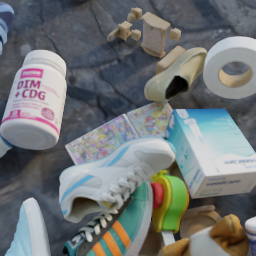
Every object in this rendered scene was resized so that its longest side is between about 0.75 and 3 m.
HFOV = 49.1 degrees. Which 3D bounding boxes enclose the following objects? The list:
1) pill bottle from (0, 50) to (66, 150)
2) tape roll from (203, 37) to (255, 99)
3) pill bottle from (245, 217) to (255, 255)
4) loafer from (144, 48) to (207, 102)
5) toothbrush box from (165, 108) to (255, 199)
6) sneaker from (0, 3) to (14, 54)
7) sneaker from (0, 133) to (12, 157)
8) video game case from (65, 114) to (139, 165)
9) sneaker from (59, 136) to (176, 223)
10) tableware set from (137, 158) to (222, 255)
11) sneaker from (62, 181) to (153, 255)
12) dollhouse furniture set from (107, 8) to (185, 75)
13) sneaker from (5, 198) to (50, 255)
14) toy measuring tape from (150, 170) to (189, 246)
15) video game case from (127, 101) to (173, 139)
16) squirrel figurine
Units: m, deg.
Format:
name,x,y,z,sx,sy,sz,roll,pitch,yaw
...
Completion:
name,x,y,z,sx,sy,sz,roll,pitch,yaw
pill bottle,-2.348,-0.766,7.302,1.353,1.353,2.387,1,60,1
tape roll,2.781,-1.532,7.268,1.588,1.588,0.555,15,48,8
pill bottle,2.309,2.028,4.520,0.587,0.587,1.057,-11,85,-6
loafer,1.517,-1.415,7.902,2.273,0.860,0.776,-39,46,-11
toothbrush box,1.893,0.500,6.455,1.462,0.852,1.997,-3,44,-16
sneaker,-4.292,-2.675,8.646,1.130,1.016,2.747,26,71,13
sneaker,-4.000,0.019,7.161,2.280,0.872,0.921,40,75,24
video game case,-0.493,0.552,6.859,1.688,0.152,1.209,-29,84,-16
sneaker,-0.189,1.009,5.365,2.472,0.946,0.998,-27,42,14
tableware set,0.881,1.805,6.431,2.323,0.323,2.781,-14,62,-7
sneaker,-0.521,2.212,5.443,1.188,1.061,2.972,32,69,-15
dollhouse furniture set,0.480,-2.617,8.462,2.337,1.211,1.035,37,65,19
sneaker,-1.921,2.346,4.966,1.006,0.907,2.455,-10,41,-16
toy measuring tape,0.932,1.808,5.675,0.951,0.951,2.586,-9,43,-5
video game case,0.742,-0.184,7.675,1.198,0.137,1.090,-23,62,-12
squirrel figurine,1.761,2.739,4.819,1.436,2.029,1.894,-31,58,13
